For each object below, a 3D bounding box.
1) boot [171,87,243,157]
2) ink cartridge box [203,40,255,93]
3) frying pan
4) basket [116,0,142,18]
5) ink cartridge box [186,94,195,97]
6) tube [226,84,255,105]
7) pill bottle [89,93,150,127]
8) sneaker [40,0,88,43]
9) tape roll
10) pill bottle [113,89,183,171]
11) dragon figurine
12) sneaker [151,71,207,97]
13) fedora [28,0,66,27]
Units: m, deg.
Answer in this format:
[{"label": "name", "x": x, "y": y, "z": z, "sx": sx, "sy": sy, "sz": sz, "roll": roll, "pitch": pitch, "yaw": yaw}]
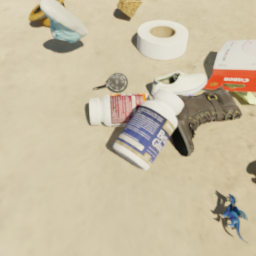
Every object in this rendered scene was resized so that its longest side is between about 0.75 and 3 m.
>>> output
[{"label": "boot", "x": 2.254, "y": -0.319, "z": 8.058, "sx": 2.114, "sy": 0.841, "sz": 2.429, "roll": -4, "pitch": 51, "yaw": -4}, {"label": "ink cartridge box", "x": 3.825, "y": -2.156, "z": 9.386, "sx": 1.914, "sy": 0.672, "sz": 2.355, "roll": 11, "pitch": 46, "yaw": 39}, {"label": "frying pan", "x": -0.597, "y": -1.579, "z": 9.577, "sx": 1.203, "sy": 0.196, "sz": 0.728, "roll": 9, "pitch": 85, "yaw": 5}, {"label": "basket", "x": 0.027, "y": -5.839, "z": 13.090, "sx": 0.869, "sy": 0.907, "sz": 1.218, "roll": 30, "pitch": 25, "yaw": -21}, {"label": "ink cartridge box", "x": 2.295, "y": -0.702, "z": 8.960, "sx": 0.830, "sy": 0.180, "sz": 0.822, "roll": 8, "pitch": 47, "yaw": -1}, {"label": "tube", "x": 3.756, "y": -1.271, "z": 9.396, "sx": 0.451, "sy": 0.403, "sz": 1.554, "roll": -27, "pitch": 51, "yaw": -3}, {"label": "pill bottle", "x": -0.237, "y": -0.519, "z": 8.268, "sx": 1.744, "sy": 0.955, "sz": 0.955, "roll": -2, "pitch": 46, "yaw": -2}, {"label": "sneaker", "x": -2.301, "y": -3.447, "z": 9.556, "sx": 1.044, "sy": 2.547, "sz": 0.941, "roll": -37, "pitch": 76, "yaw": 14}, {"label": "tape roll", "x": 1.370, "y": -3.605, "z": 11.403, "sx": 2.054, "sy": 0.719, "sz": 2.054, "roll": 0, "pitch": 46, "yaw": 0}, {"label": "pill bottle", "x": 0.570, "y": 0.003, "z": 7.197, "sx": 1.092, "sy": 1.092, "sz": 1.966, "roll": 30, "pitch": 80, "yaw": 26}, {"label": "dragon figurine", "x": 2.352, "y": 1.915, "z": 6.073, "sx": 0.549, "sy": 0.325, "sz": 1.104, "roll": -44, "pitch": 27, "yaw": 10}, {"label": "sneaker", "x": 1.767, "y": -1.522, "z": 9.366, "sx": 2.068, "sy": 0.732, "sz": 0.755, "roll": -19, "pitch": 52, "yaw": -16}, {"label": "fedora", "x": -3.487, "y": -5.255, "z": 12.718, "sx": 2.093, "sy": 0.853, "sz": 2.093, "roll": -18, "pitch": 44, "yaw": 18}]
